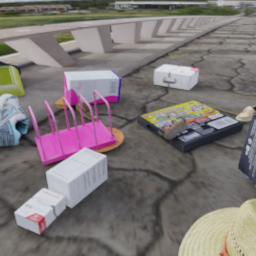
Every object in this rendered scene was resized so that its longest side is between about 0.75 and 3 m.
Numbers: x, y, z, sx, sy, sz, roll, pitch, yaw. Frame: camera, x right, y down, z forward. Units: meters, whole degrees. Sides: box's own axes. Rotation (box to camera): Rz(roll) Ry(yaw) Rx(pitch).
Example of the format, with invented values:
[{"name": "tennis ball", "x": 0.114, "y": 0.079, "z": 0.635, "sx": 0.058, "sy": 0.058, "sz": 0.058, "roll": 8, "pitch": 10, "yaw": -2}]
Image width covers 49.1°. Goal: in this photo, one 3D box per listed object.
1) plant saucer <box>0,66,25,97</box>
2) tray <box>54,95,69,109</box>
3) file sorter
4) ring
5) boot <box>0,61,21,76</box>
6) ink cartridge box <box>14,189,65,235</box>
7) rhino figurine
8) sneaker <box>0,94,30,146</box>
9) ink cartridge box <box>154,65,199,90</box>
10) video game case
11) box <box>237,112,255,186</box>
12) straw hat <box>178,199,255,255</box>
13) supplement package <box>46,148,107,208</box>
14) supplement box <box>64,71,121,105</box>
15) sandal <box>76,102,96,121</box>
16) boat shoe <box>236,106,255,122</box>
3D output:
[{"name": "plant saucer", "x": -5.594, "y": -1.986, "z": 11.860, "sx": 1.986, "sy": 0.476, "sz": 1.989, "roll": -12, "pitch": 50, "yaw": -22}, {"name": "tray", "x": -2.463, "y": -1.047, "z": 11.045, "sx": 0.504, "sy": 0.189, "sz": 1.021, "roll": 5, "pitch": 27, "yaw": 9}, {"name": "file sorter", "x": -1.589, "y": -0.126, "z": 7.804, "sx": 2.038, "sy": 1.278, "sz": 1.416, "roll": -16, "pitch": 30, "yaw": -19}, {"name": "ring", "x": -0.855, "y": 0.364, "z": 8.253, "sx": 1.464, "sy": 0.140, "sz": 1.464, "roll": -4, "pitch": 28, "yaw": 2}, {"name": "boot", "x": -6.489, "y": -2.553, "z": 13.415, "sx": 2.183, "sy": 0.808, "sz": 1.789, "roll": 12, "pitch": 33, "yaw": 21}, {"name": "ink cartridge box", "x": -1.726, "y": 1.642, "z": 5.585, "sx": 0.593, "sy": 0.335, "sz": 0.808, "roll": 13, "pitch": 30, "yaw": 24}, {"name": "rhino figurine", "x": 1.372, "y": 0.009, "z": 8.054, "sx": 1.024, "sy": 0.306, "sz": 0.448, "roll": -30, "pitch": 57, "yaw": -23}, {"name": "sneaker", "x": -3.644, "y": -0.188, "z": 8.780, "sx": 1.122, "sy": 1.008, "sz": 2.598, "roll": 9, "pitch": 31, "yaw": -13}, {"name": "ink cartridge box", "x": 2.233, "y": -2.383, "z": 13.054, "sx": 1.752, "sy": 0.743, "sz": 1.276, "roll": 16, "pitch": 31, "yaw": 25}, {"name": "video game case", "x": 1.976, "y": -0.166, "z": 9.161, "sx": 2.561, "sy": 0.327, "sz": 2.314, "roll": -17, "pitch": 32, "yaw": -28}, {"name": "box", "x": 4.364, "y": 0.861, "z": 5.559, "sx": 2.986, "sy": 1.554, "sz": 2.719, "roll": -2, "pitch": 28, "yaw": -13}, {"name": "straw hat", "x": 2.160, "y": 1.801, "z": 4.323, "sx": 2.873, "sy": 1.216, "sz": 2.873, "roll": 1, "pitch": 27, "yaw": 0}, {"name": "supplement package", "x": -1.108, "y": 1.080, "z": 6.313, "sx": 0.700, "sy": 0.674, "sz": 1.231, "roll": 18, "pitch": 32, "yaw": 31}, {"name": "supplement box", "x": -1.409, "y": -1.596, "z": 10.981, "sx": 2.012, "sy": 1.018, "sz": 1.040, "roll": -7, "pitch": 31, "yaw": -24}, {"name": "sandal", "x": -1.490, "y": -0.533, "z": 9.963, "sx": 0.456, "sy": 0.307, "sz": 1.136, "roll": -25, "pitch": 50, "yaw": -31}, {"name": "boat shoe", "x": 4.231, "y": -0.544, "z": 9.796, "sx": 1.193, "sy": 0.413, "sz": 0.440, "roll": -19, "pitch": 32, "yaw": -32}]
